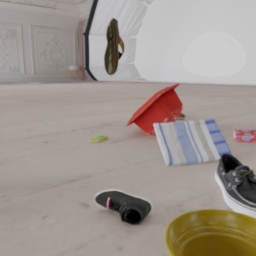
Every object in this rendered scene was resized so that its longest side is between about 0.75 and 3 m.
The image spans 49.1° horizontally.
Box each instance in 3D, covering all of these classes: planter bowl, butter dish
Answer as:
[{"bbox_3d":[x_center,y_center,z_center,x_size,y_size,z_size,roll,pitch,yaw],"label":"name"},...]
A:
[{"bbox_3d":[1.637,2.260,4.669,2.080,0.866,2.080,0,15,0],"label":"planter bowl"},{"bbox_3d":[1.758,-0.615,14.195,2.795,2.072,2.803,-42,-4,32],"label":"butter dish"}]

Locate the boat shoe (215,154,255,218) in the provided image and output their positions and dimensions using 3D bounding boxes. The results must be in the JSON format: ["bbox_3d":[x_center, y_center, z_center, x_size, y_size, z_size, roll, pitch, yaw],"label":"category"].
[{"bbox_3d":[3.119,1.453,7.734,0.997,0.944,2.850,1,14,4],"label":"boat shoe"}]

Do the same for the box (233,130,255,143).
[{"bbox_3d":[5.459,0.375,13.015,1.004,0.500,0.479,2,14,8],"label":"box"}]

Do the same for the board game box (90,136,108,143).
[{"bbox_3d":[-1.342,0.533,13.173,0.428,0.134,0.897,9,19,30],"label":"board game box"}]

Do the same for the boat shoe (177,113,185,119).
[{"bbox_3d":[2.952,-0.933,18.060,0.645,0.605,1.791,-9,16,-32],"label":"boat shoe"}]

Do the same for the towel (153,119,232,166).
[{"bbox_3d":[2.454,0.480,10.803,2.703,0.322,1.985,-4,51,-11],"label":"towel"}]

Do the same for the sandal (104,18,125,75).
[{"bbox_3d":[-0.340,-2.210,7.647,0.441,1.614,0.660,10,-21,-30],"label":"sandal"}]

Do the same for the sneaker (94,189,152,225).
[{"bbox_3d":[-0.203,1.900,6.780,1.499,0.530,0.743,8,10,15],"label":"sneaker"}]
